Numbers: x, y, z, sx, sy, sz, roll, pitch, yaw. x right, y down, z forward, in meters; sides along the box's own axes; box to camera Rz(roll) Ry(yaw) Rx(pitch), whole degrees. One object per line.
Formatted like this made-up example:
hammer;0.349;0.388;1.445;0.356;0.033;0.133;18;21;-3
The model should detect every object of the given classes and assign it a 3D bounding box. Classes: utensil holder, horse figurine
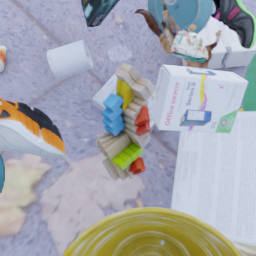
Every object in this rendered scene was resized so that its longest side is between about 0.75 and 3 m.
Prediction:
utensil holder;-1.360;-1.615;6.667;0.874;0.743;0.743;-17;66;6
horse figurine;1.112;-1.793;5.807;0.554;1.472;2.222;-42;64;-9

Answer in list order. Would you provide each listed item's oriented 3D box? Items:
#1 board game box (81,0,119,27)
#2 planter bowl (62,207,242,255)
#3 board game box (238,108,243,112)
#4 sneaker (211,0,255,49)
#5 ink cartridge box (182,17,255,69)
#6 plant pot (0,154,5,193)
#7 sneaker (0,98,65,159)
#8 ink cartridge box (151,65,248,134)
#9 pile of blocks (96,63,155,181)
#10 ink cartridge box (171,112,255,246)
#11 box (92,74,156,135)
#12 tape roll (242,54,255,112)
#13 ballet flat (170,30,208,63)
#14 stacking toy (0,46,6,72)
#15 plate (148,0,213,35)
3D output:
board game box;-0.716;-3.490;5.954;0.407;2.889;1.954;-17;100;-15
planter bowl;0.239;1.625;2.795;1.879;0.782;1.879;0;90;5
board game box;3.960;-0.010;7.439;2.446;0.419;1.644;-22;67;-10
sneaker;1.871;-2.035;5.150;0.601;0.550;1.434;-23;79;-1
ink cartridge box;2.604;-2.563;8.398;1.988;0.823;1.456;-5;65;-2
plant pot;-2.492;0.774;3.603;1.611;1.513;1.611;-1;93;-21
sneaker;-1.519;0.046;3.340;0.745;1.619;0.613;-42;41;16
ink cartridge box;0.706;-0.288;2.903;0.825;0.599;0.361;4;27;-11
pile of blocks;0.001;0.071;4.635;0.876;2.134;0.663;-18;32;-33
ink cartridge box;2.274;0.865;4.992;2.887;0.724;2.341;2;73;29
box;0.143;-0.752;7.816;1.820;0.375;1.419;33;69;13
tape roll;3.344;-0.368;4.572;0.717;2.985;2.985;-20;66;-26
ballet flat;1.128;-1.392;4.845;0.517;1.368;0.437;18;105;21
stacking toy;-3.911;-2.161;8.441;0.685;0.685;0.937;9;47;4
plate;1.228;-3.023;6.963;1.706;1.706;0.218;30;42;13
